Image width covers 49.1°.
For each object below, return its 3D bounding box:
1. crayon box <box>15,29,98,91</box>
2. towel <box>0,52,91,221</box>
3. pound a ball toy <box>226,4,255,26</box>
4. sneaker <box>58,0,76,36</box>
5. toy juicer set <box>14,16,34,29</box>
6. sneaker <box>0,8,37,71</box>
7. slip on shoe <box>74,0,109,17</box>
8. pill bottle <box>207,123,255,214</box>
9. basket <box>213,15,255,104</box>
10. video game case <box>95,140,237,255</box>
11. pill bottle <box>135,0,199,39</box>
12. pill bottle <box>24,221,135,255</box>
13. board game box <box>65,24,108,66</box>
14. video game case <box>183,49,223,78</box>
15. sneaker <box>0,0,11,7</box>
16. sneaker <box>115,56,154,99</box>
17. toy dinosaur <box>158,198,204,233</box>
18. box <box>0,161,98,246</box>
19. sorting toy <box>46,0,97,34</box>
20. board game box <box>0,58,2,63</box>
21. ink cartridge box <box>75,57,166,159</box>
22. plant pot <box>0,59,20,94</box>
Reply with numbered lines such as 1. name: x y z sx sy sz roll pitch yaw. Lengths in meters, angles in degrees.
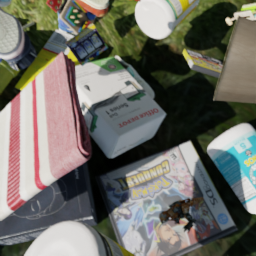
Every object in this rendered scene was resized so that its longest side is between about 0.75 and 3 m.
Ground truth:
1. crayon box: -2.219 -1.845 8.962 1.585 0.634 2.496 23 67 10
2. towel: -1.789 0.361 4.477 2.920 0.332 2.103 -36 47 22
3. pound a ball toy: 3.261 -3.099 7.853 0.598 0.916 0.389 -41 110 1
4. sneaker: -1.533 -4.517 9.901 1.066 1.210 2.714 26 67 11
5. toy juicer set: -4.596 -3.504 9.431 2.448 0.666 1.558 -1 37 -2
6. sneaker: -1.999 -1.405 4.988 0.639 1.215 1.682 -35 54 -7
7. slip on shoe: -0.642 -1.894 4.077 0.905 0.277 0.335 37 67 19
8. pill bottle: 3.239 1.202 7.146 1.362 1.362 2.459 -26 68 -11
9. basket: 2.925 -1.152 5.579 1.971 1.341 1.777 17 92 13
10. video game case: 0.919 1.968 7.337 2.887 0.368 2.609 -20 67 -9
11. pill bottle: 1.206 -3.425 7.559 1.163 1.163 2.062 33 63 14
12. pill bottle: -0.233 2.196 3.534 1.269 2.221 1.269 -24 39 22
13. board game box: -1.017 -2.033 6.896 0.817 0.675 0.232 -35 28 -2
14. video game case: 1.964 -1.568 6.972 1.102 0.141 0.996 14 34 -13
15. sneaker: -3.024 -3.255 5.708 1.087 1.665 0.662 -41 58 28
16. sneaker: 0.107 -1.536 8.737 0.674 0.792 1.791 -40 71 -18
17. toy dinosaur: 1.115 1.719 5.716 0.996 0.676 0.509 -16 28 6
18. box: -2.105 1.453 6.985 2.262 1.426 2.301 -12 66 -5
19. sorting toy: -1.163 -2.873 6.968 0.324 1.918 0.925 17 79 36
20. board game box: -3.604 -1.522 5.727 1.886 1.277 0.325 -10 78 -36
21. ink cartridge box: -0.453 -0.654 7.872 1.838 1.061 2.516 -26 66 -37
22. plant pot: -4.660 -1.432 7.937 2.761 2.761 2.622 21 80 9
